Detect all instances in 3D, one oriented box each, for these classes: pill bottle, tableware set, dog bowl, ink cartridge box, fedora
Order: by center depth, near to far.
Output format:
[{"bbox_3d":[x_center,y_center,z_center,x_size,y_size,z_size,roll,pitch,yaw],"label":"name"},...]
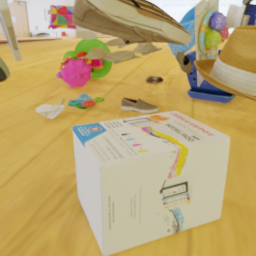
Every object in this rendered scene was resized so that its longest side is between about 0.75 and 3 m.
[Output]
[{"bbox_3d":[0.302,0.707,4.496,2.016,1.458,1.484,-9,24,-22],"label":"ink cartridge box"},{"bbox_3d":[2.585,-1.237,5.190,2.592,1.057,2.592,8,28,-4],"label":"fedora"},{"bbox_3d":[3.625,-3.139,8.147,1.470,0.850,0.850,17,27,22],"label":"pill bottle"},{"bbox_3d":[-1.304,-3.631,8.930,0.831,1.435,0.831,1,-5,0],"label":"pill bottle"},{"bbox_3d":[1.957,-3.199,9.030,1.946,0.482,1.085,-57,28,-12],"label":"dog bowl"},{"bbox_3d":[-0.279,-2.625,9.521,2.123,0.295,2.542,-31,37,-32],"label":"tableware set"}]

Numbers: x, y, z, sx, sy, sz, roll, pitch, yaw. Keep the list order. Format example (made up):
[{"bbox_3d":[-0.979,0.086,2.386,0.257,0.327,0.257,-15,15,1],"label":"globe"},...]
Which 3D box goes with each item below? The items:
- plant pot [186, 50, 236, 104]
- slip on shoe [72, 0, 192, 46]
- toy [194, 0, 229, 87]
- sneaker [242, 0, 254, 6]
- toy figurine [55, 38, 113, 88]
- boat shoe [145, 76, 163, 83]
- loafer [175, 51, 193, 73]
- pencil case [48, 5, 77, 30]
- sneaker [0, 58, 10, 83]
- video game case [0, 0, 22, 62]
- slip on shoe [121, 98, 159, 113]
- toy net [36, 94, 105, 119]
[{"bbox_3d":[3.425,-2.044,10.932,2.010,1.807,2.010,12,25,29],"label":"plant pot"},{"bbox_3d":[0.143,-1.883,5.131,2.436,0.738,0.926,3,45,-40],"label":"slip on shoe"},{"bbox_3d":[2.462,-2.514,7.943,0.595,2.522,1.452,22,55,29],"label":"toy"},{"bbox_3d":[2.428,-2.378,4.874,0.435,0.819,0.306,35,37,-20],"label":"sneaker"},{"bbox_3d":[-2.479,-2.872,13.302,2.832,2.126,2.606,-1,30,22],"label":"toy figurine"},{"bbox_3d":[1.304,-2.351,13.676,0.954,0.361,0.342,-12,26,-24],"label":"boat shoe"},{"bbox_3d":[1.785,-1.996,8.729,0.921,0.350,0.311,36,2,-43],"label":"loafer"},{"bbox_3d":[-1.917,-4.085,10.427,2.111,0.933,0.933,-6,22,-18],"label":"pencil case"},{"bbox_3d":[-3.508,-1.301,5.024,0.948,1.346,2.535,11,-21,45],"label":"sneaker"},{"bbox_3d":[-3.327,-3.117,7.307,0.235,1.870,2.612,-22,-6,-18],"label":"video game case"},{"bbox_3d":[0.395,-0.803,9.708,1.353,0.410,0.515,9,23,21],"label":"slip on shoe"},{"bbox_3d":[-1.919,-0.653,9.376,1.226,0.451,2.336,21,32,36],"label":"toy net"}]
